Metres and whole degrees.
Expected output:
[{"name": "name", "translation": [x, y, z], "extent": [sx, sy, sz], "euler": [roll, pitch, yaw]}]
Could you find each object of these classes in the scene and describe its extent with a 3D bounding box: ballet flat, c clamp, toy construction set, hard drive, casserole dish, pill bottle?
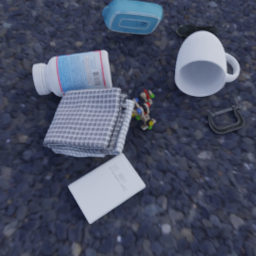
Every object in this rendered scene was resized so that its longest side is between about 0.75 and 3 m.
[{"name": "ballet flat", "translation": [3.065, -4.232, 12.418], "extent": [1.824, 0.518, 0.606], "euler": [4, 105, 3]}, {"name": "c clamp", "translation": [3.655, -0.453, 10.536], "extent": [1.558, 0.211, 1.331], "euler": [-22, 70, -13]}, {"name": "toy construction set", "translation": [0.578, -0.585, 10.297], "extent": [1.176, 1.083, 1.410], "euler": [-2, 40, 43]}, {"name": "hard drive", "translation": [-0.701, 1.937, 9.205], "extent": [2.111, 0.277, 1.392], "euler": [-31, 67, -15]}, {"name": "casserole dish", "translation": [0.230, -4.511, 11.666], "extent": [2.628, 1.592, 0.510], "euler": [-2, 73, -20]}, {"name": "pill bottle", "translation": [-2.057, -1.997, 10.582], "extent": [2.747, 1.494, 1.494], "euler": [-8, 63, -3]}]

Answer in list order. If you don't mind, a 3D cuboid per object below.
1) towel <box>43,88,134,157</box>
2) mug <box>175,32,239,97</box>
[{"name": "towel", "translation": [-1.334, -0.196, 9.372], "extent": [2.698, 1.154, 2.234], "euler": [0, 58, 28]}, {"name": "mug", "translation": [3.083, -2.510, 10.752], "extent": [2.449, 1.808, 2.147], "euler": [15, 54, -4]}]
